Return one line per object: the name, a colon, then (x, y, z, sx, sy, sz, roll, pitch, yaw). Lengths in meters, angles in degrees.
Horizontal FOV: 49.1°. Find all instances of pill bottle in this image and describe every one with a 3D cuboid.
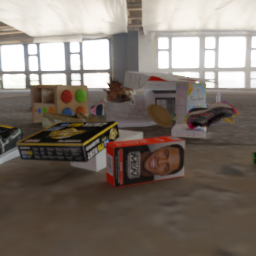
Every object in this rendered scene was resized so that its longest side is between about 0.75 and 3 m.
pill bottle: (1.362, -0.955, 11.942, 2.396, 1.326, 1.326, -2, 10, -11)

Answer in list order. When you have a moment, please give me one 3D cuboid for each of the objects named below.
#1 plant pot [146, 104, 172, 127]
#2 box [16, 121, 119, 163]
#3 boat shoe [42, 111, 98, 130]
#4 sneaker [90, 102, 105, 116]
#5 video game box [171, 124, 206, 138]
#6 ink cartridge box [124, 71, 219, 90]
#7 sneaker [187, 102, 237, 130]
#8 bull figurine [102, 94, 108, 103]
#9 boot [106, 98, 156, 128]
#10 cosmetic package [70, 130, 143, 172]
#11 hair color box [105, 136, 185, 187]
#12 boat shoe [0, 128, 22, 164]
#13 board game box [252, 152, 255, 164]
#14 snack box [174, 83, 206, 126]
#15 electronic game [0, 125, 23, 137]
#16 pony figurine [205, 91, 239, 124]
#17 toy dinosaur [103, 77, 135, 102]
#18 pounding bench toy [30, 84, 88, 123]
plant pot: (1.163, -0.470, 10.282, 1.097, 1.097, 0.151, 11, 51, 48)
box: (-1.146, 0.237, 5.541, 1.585, 0.391, 1.265, -1, 17, 28)
boat shoe: (-2.046, -0.293, 10.149, 2.090, 0.655, 0.766, -6, 12, -31)
sneaker: (-1.595, -1.027, 14.366, 0.749, 0.640, 1.825, 1, 9, -11)
video game box: (1.996, 0.089, 9.138, 1.033, 0.265, 1.134, 1, 10, 17)
ink cartridge box: (1.537, -1.672, 10.720, 2.348, 0.693, 2.933, -3, 18, -29)
sneaker: (2.450, -0.308, 8.261, 0.626, 0.580, 1.553, 34, -32, -32)
bull figurine: (-0.519, -1.290, 14.778, 1.492, 0.800, 2.458, 34, 4, 0)
boot: (0.222, -0.614, 10.802, 2.216, 1.059, 0.815, -4, 11, -23)
cosmetic package: (-0.419, 0.457, 6.294, 0.734, 0.450, 1.778, 5, 14, 34)
hair color box: (0.322, 0.577, 5.068, 1.411, 0.716, 0.432, -5, 11, -24)
boat shoe: (-2.921, 0.416, 5.858, 0.811, 0.751, 2.198, 3, 10, 16)
board game box: (4.064, 0.648, 5.962, 2.535, 0.297, 1.328, -5, 9, -25)
snack box: (2.312, -0.836, 10.358, 0.559, 1.652, 1.393, 9, 14, 41)
electronic game: (-3.809, 0.114, 7.517, 1.884, 0.392, 1.884, 7, 8, -1)
pony figurine: (3.736, -0.758, 11.574, 1.525, 1.270, 1.472, 29, 24, 22)
toy dinosaur: (-0.421, -1.437, 12.638, 1.974, 1.250, 2.913, -3, -12, -25)
pounding bench toy: (-2.414, -1.041, 11.718, 1.946, 1.550, 2.495, 8, 13, 37)
